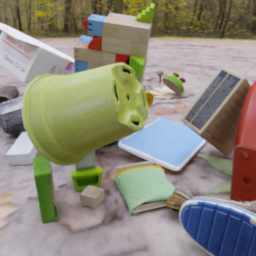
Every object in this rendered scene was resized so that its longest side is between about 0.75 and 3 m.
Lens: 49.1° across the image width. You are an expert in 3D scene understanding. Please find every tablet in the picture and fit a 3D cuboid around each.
[{"bbox_3d":[1.063,0.345,7.514,1.660,0.174,2.551,21,27,25],"label":"tablet"}]

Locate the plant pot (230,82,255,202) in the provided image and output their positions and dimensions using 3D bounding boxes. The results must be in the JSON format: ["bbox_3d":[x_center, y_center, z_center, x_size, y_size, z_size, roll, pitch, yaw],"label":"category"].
[{"bbox_3d":[2.888,0.576,5.071,2.070,2.069,1.825,18,40,36],"label":"plant pot"}]

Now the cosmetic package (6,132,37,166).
[{"bbox_3d":[-2.621,0.505,7.230,0.553,0.339,1.339,-5,22,-1],"label":"cosmetic package"}]

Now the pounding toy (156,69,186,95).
[{"bbox_3d":[2.044,-2.189,12.595,1.463,0.679,1.129,36,-6,26],"label":"pounding toy"}]

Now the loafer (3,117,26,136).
[{"bbox_3d":[-2.478,-0.417,8.679,2.703,0.977,0.984,-14,26,-29],"label":"loafer"}]

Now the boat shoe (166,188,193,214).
[{"bbox_3d":[1.195,1.497,4.794,1.146,0.412,0.390,24,60,31],"label":"boat shoe"}]

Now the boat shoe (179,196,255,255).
[{"bbox_3d":[1.986,1.558,4.083,2.459,0.888,0.890,19,22,18],"label":"boat shoe"}]

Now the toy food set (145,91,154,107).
[{"bbox_3d":[-0.705,-0.523,8.418,2.792,1.333,1.256,-18,27,-26],"label":"toy food set"}]

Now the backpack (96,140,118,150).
[{"bbox_3d":[-0.746,-0.084,7.202,1.058,1.159,0.780,-13,-26,32],"label":"backpack"}]

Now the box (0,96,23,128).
[{"bbox_3d":[-3.456,-0.748,9.647,1.865,0.451,1.477,-21,27,-12],"label":"box"}]

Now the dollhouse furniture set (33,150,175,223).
[{"bbox_3d":[-0.353,0.905,5.316,2.663,1.028,1.331,-7,23,-16],"label":"dollhouse furniture set"}]

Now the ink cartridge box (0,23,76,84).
[{"bbox_3d":[-2.418,-1.783,7.723,1.728,1.001,2.967,34,11,30],"label":"ink cartridge box"}]

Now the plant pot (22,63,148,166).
[{"bbox_3d":[-0.571,-0.317,4.641,1.535,1.669,1.669,-15,13,30],"label":"plant pot"}]

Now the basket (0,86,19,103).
[{"bbox_3d":[-4.798,-1.130,10.883,0.949,0.716,1.053,-21,28,-2],"label":"basket"}]

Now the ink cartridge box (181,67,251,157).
[{"bbox_3d":[2.263,-0.296,6.525,1.831,1.508,0.688,29,12,-48],"label":"ink cartridge box"}]

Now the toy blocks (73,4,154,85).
[{"bbox_3d":[-0.489,-1.674,6.833,1.830,2.677,1.338,11,39,4],"label":"toy blocks"}]

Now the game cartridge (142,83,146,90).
[{"bbox_3d":[-0.357,-2.197,13.857,1.809,0.536,2.791,-8,23,-10],"label":"game cartridge"}]
